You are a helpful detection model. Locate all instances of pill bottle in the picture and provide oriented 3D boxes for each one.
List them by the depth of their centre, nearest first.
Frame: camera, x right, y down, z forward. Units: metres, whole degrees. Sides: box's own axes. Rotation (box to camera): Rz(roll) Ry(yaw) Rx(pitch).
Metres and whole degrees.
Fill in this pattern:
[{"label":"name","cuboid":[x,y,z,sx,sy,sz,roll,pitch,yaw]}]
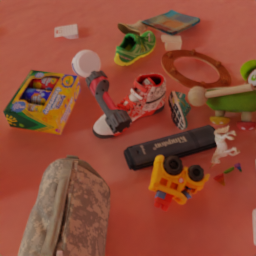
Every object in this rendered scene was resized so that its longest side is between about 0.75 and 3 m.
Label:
[{"label":"pill bottle","cuboid":[-1.407,-2.147,9.449,0.910,0.910,1.520,-14,14,-11]}]

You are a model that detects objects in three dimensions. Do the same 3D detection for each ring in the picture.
[{"label":"ring","cuboid":[2.461,-2.145,9.969,2.617,0.251,2.617,8,43,-8]}]

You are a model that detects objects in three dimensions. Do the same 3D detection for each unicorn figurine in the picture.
[{"label":"unicorn figurine","cuboid":[2.585,0.554,7.612,0.779,0.419,1.134,-12,73,39]}]

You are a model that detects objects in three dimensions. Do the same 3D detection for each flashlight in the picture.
[{"label":"flashlight","cuboid":[-0.553,-0.803,8.146,0.691,0.688,2.033,-8,52,-38]}]

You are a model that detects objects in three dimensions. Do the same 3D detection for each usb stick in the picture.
[{"label":"usb stick","cuboid":[1.268,0.536,7.878,2.777,0.453,0.770,-14,57,-11]}]

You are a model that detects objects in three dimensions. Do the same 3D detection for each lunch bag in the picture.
[{"label":"lunch bag","cuboid":[-1.245,2.014,5.581,1.669,2.009,2.395,3,50,2]}]

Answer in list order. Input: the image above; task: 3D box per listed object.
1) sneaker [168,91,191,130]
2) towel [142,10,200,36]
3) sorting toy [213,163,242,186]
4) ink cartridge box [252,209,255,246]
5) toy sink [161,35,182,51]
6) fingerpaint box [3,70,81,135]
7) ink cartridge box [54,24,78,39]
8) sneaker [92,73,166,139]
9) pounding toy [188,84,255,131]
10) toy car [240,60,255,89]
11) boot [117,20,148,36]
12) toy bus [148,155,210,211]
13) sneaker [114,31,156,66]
[{"label":"sneaker","cuboid":[1.692,-0.606,8.815,0.622,0.605,1.562,4,49,-8]},{"label":"towel","cuboid":[1.901,-4.614,12.154,1.683,0.249,2.295,31,46,28]},{"label":"sorting toy","cuboid":[2.701,1.262,7.449,0.899,0.312,0.310,-26,79,-20]},{"label":"ink cartridge box","cuboid":[3.857,2.105,5.833,1.976,1.435,0.824,7,60,6]},{"label":"toy sink","cuboid":[1.710,-3.400,11.271,0.794,0.445,0.518,3,47,-3]},{"label":"fingerpaint box","cuboid":[-2.625,-0.876,8.847,1.682,0.740,2.016,9,50,8]},{"label":"ink cartridge box","cuboid":[-2.642,-4.086,12.042,0.992,0.249,0.804,-11,51,0]},{"label":"sneaker","cuboid":[0.036,-0.749,8.366,2.605,1.396,0.870,-26,54,-21]},{"label":"pounding toy","cuboid":[3.001,-0.525,8.209,1.935,1.163,2.507,4,1,38]},{"label":"toy car","cuboid":[4.986,-1.993,8.549,2.156,2.733,2.245,-2,49,-2]},{"label":"boot","cuboid":[0.201,-4.385,12.140,1.148,0.414,0.888,28,55,15]},{"label":"toy bus","cuboid":[1.162,1.447,6.875,1.341,0.910,1.287,20,69,1]},{"label":"sneaker","cuboid":[0.348,-3.214,10.780,0.838,0.945,2.262,29,55,24]}]
